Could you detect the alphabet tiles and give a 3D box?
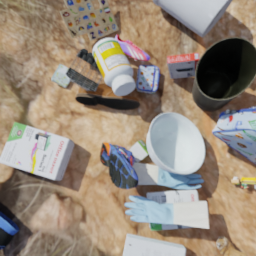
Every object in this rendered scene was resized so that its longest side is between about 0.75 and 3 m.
[{"bbox_3d":[-1.549,-4.381,11.069,2.104,0.079,1.758,-31,107,-25],"label":"alphabet tiles"}]

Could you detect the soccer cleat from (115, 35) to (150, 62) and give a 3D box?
[{"bbox_3d":[0.137,-3.090,10.977,1.603,0.535,0.613,24,120,8],"label":"soccer cleat"}]

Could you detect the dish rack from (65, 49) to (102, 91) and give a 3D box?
[{"bbox_3d":[-1.542,-2.121,10.554,1.381,0.491,1.800,29,53,-11],"label":"dish rack"}]

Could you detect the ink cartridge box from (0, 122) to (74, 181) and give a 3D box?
[{"bbox_3d":[-3.291,0.886,10.274,2.157,0.906,1.562,17,79,4],"label":"ink cartridge box"}]

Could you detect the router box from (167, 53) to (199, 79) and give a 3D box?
[{"bbox_3d":[2.095,-2.307,10.537,1.136,1.266,0.309,-4,73,14],"label":"router box"}]

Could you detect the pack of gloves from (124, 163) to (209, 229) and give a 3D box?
[{"bbox_3d":[1.270,2.352,9.716,2.757,0.544,2.316,4,45,5],"label":"pack of gloves"}]

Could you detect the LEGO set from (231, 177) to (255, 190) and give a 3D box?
[{"bbox_3d":[4.593,1.975,10.005,1.624,0.747,0.604,-18,103,5],"label":"LEGO set"}]

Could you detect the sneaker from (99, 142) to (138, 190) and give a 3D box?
[{"bbox_3d":[-0.168,1.170,9.571,1.030,2.627,0.990,0,113,-22],"label":"sneaker"}]

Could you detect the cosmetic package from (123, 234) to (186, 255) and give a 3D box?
[{"bbox_3d":[0.689,5.195,9.441,2.039,0.699,2.704,12,78,1],"label":"cosmetic package"}]

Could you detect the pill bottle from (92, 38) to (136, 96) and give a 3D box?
[{"bbox_3d":[-0.473,-2.165,10.105,1.096,1.096,1.944,-23,69,-5],"label":"pill bottle"}]

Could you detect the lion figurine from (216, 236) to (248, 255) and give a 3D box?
[{"bbox_3d":[3.543,4.225,9.240,1.389,0.503,0.850,13,82,38],"label":"lion figurine"}]

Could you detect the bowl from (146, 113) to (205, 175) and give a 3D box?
[{"bbox_3d":[1.483,0.669,9.815,2.243,1.008,2.243,12,62,-23],"label":"bowl"}]

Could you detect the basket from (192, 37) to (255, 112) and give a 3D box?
[{"bbox_3d":[3.163,-1.588,9.936,1.746,2.567,2.314,39,83,11],"label":"basket"}]

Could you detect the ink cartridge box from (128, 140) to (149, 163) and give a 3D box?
[{"bbox_3d":[0.357,0.952,10.606,0.843,0.319,0.623,-44,80,27],"label":"ink cartridge box"}]

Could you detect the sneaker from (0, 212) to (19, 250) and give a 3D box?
[{"bbox_3d":[-5.291,3.081,9.735,2.972,1.042,1.158,38,73,6],"label":"sneaker"}]

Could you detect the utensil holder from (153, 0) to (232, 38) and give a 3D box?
[{"bbox_3d":[2.587,-5.134,11.012,2.495,2.120,2.120,40,80,7],"label":"utensil holder"}]

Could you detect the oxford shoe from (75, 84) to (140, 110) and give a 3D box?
[{"bbox_3d":[-0.727,-1.283,10.827,2.486,0.887,0.886,11,64,0],"label":"oxford shoe"}]

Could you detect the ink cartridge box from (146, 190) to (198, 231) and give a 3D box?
[{"bbox_3d":[1.584,2.892,9.932,1.740,0.731,1.270,-3,78,-1],"label":"ink cartridge box"}]

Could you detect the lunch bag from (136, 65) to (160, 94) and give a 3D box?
[{"bbox_3d":[0.806,-1.957,11.160,0.922,0.435,1.151,8,80,0],"label":"lunch bag"}]

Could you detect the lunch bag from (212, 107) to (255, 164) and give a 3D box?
[{"bbox_3d":[4.365,0.362,9.467,2.867,2.297,1.083,34,75,-19],"label":"lunch bag"}]

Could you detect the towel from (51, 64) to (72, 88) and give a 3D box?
[{"bbox_3d":[-2.614,-2.074,11.235,0.690,0.194,0.806,28,75,-10],"label":"towel"}]
